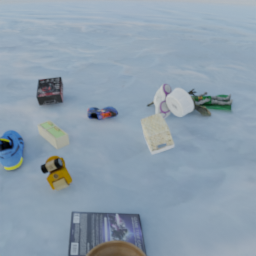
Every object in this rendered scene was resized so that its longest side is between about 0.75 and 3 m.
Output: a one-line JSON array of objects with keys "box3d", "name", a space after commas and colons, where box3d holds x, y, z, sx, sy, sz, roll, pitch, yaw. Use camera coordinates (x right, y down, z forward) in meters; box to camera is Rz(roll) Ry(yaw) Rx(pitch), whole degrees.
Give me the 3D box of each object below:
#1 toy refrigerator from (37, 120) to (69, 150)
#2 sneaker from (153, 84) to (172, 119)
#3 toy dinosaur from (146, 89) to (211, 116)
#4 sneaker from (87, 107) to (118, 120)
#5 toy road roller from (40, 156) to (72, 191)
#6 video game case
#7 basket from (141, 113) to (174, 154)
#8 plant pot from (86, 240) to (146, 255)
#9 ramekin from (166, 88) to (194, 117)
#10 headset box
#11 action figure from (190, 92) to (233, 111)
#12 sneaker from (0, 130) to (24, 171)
[{"box3d": [-2.911, 0.227, 10.852, 0.549, 0.506, 1.446, -25, 39, -34], "name": "toy refrigerator"}, {"box3d": [1.514, -1.074, 12.571, 0.681, 0.907, 1.820, 24, 59, -19], "name": "sneaker"}, {"box3d": [2.473, -1.265, 13.124, 2.970, 0.705, 1.309, 11, 43, 22], "name": "toy dinosaur"}, {"box3d": [-1.133, -0.568, 12.232, 1.422, 0.536, 0.558, -3, 38, 12], "name": "sneaker"}, {"box3d": [-2.136, 1.323, 8.569, 0.620, 1.009, 0.737, -23, 11, 7], "name": "toy road roller"}, {"box3d": [-0.526, 2.655, 6.954, 1.825, 0.173, 1.304, 6, 31, -11], "name": "video game case"}, {"box3d": [1.049, 0.175, 10.428, 0.920, 0.837, 1.357, -20, 33, 0], "name": "basket"}, {"box3d": [-0.261, 3.200, 5.838, 1.502, 0.693, 1.502, 0, 33, 0], "name": "plant pot"}, {"box3d": [2.098, -1.017, 11.583, 0.568, 1.165, 1.165, -35, 43, -18], "name": "ramekin"}, {"box3d": [-3.735, -1.720, 13.432, 1.145, 0.578, 1.541, -8, 47, -4], "name": "headset box"}, {"box3d": [3.683, -1.295, 13.282, 2.324, 0.636, 1.373, 0, 35, 7], "name": "action figure"}, {"box3d": [-4.215, 0.513, 9.981, 0.768, 0.914, 2.331, -17, 32, -13], "name": "sneaker"}]
